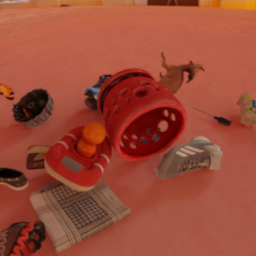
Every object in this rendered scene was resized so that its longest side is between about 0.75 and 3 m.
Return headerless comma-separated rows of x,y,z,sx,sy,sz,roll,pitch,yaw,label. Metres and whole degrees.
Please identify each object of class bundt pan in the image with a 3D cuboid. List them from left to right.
-3.795,-0.746,11.510,1.783,0.669,1.783,-13,53,18,bundt pan

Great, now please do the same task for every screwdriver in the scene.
3.576,-0.515,12.052,0.273,0.262,1.880,15,12,-46,screwdriver

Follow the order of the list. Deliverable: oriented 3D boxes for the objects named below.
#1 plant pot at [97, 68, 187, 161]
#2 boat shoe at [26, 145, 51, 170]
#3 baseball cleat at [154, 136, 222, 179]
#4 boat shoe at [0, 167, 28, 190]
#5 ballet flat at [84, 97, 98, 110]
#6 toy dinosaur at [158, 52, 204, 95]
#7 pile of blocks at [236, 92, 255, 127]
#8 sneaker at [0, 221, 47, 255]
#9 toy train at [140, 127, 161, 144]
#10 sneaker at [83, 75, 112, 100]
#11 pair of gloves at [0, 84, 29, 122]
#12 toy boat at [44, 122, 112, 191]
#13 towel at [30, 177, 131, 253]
0.328,-0.506,8.703,2.373,2.373,2.161,-11,48,-18,plant pot
-1.967,1.121,8.835,2.420,0.873,0.871,8,64,-14,boat shoe
2.073,0.996,8.817,1.390,0.911,2.612,27,41,36,baseball cleat
-3.760,1.423,8.501,1.587,0.478,0.566,10,32,17,boat shoe
-0.961,-0.916,12.190,2.509,0.845,0.582,22,50,41,ballet flat
1.804,-1.840,10.828,1.679,1.063,2.477,23,77,23,toy dinosaur
5.147,-0.645,11.929,0.920,0.696,2.240,17,40,4,pile of blocks
-2.642,2.803,5.939,0.992,0.718,2.030,4,33,18,sneaker
0.791,0.394,9.838,0.584,0.443,1.023,14,74,28,toy train
-1.207,-1.813,11.834,0.829,0.951,2.115,22,26,10,sneaker
-4.535,-0.989,11.037,0.206,1.663,1.481,-28,9,-1,pair of gloves
-1.120,0.506,7.610,1.516,1.518,2.323,32,21,-1,toy boat
-1.366,2.015,7.591,2.150,0.386,2.233,-19,35,-29,towel
